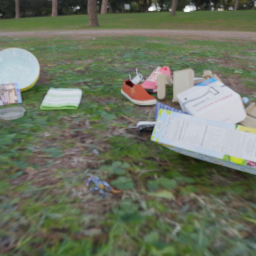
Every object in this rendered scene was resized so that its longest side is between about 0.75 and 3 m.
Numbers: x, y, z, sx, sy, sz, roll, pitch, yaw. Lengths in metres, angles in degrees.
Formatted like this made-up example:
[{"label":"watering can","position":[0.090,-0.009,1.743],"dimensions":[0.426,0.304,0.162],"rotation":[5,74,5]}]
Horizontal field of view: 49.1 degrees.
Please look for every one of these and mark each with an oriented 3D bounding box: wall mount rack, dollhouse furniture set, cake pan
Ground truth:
[{"label":"wall mount rack","position":[0.418,-2.704,15.325],"dimensions":[0.949,0.825,0.354],"rotation":[-45,22,-19]},{"label":"dollhouse furniture set","position":[3.147,-1.708,13.913],"dimensions":[2.516,1.441,2.950],"rotation":[-4,-11,35]},{"label":"dollhouse furniture set","position":[5.218,0.180,9.782],"dimensions":[2.759,1.347,2.353],"rotation":[-37,41,-12]},{"label":"cake pan","position":[-4.841,-0.590,11.653],"dimensions":[1.056,0.194,1.056],"rotation":[0,24,0]}]

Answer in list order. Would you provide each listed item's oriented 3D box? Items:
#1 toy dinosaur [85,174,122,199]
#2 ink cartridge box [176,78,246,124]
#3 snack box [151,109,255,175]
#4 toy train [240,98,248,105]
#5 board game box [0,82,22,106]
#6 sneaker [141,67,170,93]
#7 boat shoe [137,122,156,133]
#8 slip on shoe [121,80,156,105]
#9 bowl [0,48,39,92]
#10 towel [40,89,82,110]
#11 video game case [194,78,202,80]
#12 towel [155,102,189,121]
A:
[{"label":"toy dinosaur","position":[-0.735,1.495,7.126],"dimensions":[0.864,0.454,0.784],"rotation":[24,2,-31]},{"label":"ink cartridge box","position":[3.041,-0.845,10.579],"dimensions":[1.710,0.988,2.343],"rotation":[-26,24,4]},{"label":"snack box","position":[2.290,0.439,7.239],"dimensions":[2.720,0.921,2.294],"rotation":[13,-6,29]},{"label":"toy train","position":[4.315,-1.367,12.983],"dimensions":[1.643,0.608,2.187],"rotation":[10,11,-27]},{"label":"board game box","position":[-5.888,-1.577,13.178],"dimensions":[1.471,0.713,1.173],"rotation":[-12,27,-23]},{"label":"sneaker","position":[1.444,-2.641,14.994],"dimensions":[0.977,1.150,2.651],"rotation":[16,30,31]},{"label":"boat shoe","position":[0.959,0.023,10.084],"dimensions":[1.289,0.451,0.427],"rotation":[2,44,-6]},{"label":"slip on shoe","position":[0.456,-1.667,13.321],"dimensions":[0.898,0.742,2.424],"rotation":[-11,31,-30]},{"label":"bowl","position":[-5.910,-2.832,14.879],"dimensions":[2.435,2.435,1.310],"rotation":[-6,-18,-13]},{"label":"towel","position":[-3.123,-1.417,13.286],"dimensions":[1.698,0.349,2.277],"rotation":[-2,25,-4]},{"label":"video game case","position":[3.604,-2.508,15.076],"dimensions":[1.944,0.170,1.390],"rotation":[-1,3,-19]},{"label":"towel","position":[1.563,-0.386,10.181],"dimensions":[1.280,0.927,0.153],"rotation":[24,50,25]}]
